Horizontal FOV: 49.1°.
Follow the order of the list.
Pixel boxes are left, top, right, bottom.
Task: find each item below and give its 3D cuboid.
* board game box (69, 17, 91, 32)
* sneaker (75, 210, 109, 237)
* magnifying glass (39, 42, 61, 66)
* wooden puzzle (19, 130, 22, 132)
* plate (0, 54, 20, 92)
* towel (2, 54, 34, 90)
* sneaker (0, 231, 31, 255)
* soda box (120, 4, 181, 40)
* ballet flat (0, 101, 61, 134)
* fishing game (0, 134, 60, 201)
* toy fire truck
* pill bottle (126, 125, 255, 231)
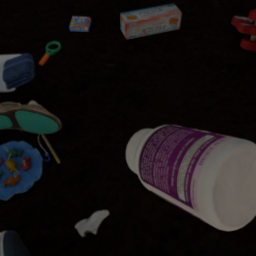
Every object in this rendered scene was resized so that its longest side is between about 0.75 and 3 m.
[{"bbox_3d":[-2.190,-4.744,12.801,0.845,0.236,0.828,2,52,2],"label":"board game box"},{"bbox_3d":[-0.868,2.498,7.253,0.938,0.365,0.466,-30,64,-10],"label":"sneaker"},{"bbox_3d":[-3.282,-3.109,11.611,0.592,0.166,1.487,13,55,9],"label":"magnifying glass"},{"bbox_3d":[-3.264,-0.110,9.383,0.801,0.056,0.475,-9,53,-7],"label":"wooden puzzle"},{"bbox_3d":[-5.141,-1.988,10.640,2.063,0.333,2.059,-4,53,-3],"label":"plate"},{"bbox_3d":[-3.099,-1.648,7.982,0.885,0.385,1.584,-23,36,-6],"label":"towel"},{"bbox_3d":[-1.469,3.197,6.056,2.145,1.128,2.968,-30,67,-9],"label":"sneaker"},{"bbox_3d":[0.983,-4.719,12.412,2.601,0.827,0.889,-15,54,-12],"label":"soda box"},{"bbox_3d":[-3.477,-0.452,9.052,2.944,1.002,0.990,4,42,7],"label":"ballet flat"},{"bbox_3d":[-3.549,1.153,8.182,2.885,0.448,2.066,-23,53,-18],"label":"fishing game"},{"bbox_3d":[5.816,-4.213,11.798,2.591,1.453,2.176,8,35,5],"label":"toy fire truck"},{"bbox_3d":[1.026,0.694,5.120,1.422,1.422,2.533,-33,24,-23],"label":"pill bottle"}]
